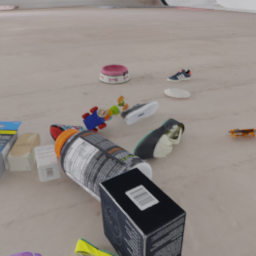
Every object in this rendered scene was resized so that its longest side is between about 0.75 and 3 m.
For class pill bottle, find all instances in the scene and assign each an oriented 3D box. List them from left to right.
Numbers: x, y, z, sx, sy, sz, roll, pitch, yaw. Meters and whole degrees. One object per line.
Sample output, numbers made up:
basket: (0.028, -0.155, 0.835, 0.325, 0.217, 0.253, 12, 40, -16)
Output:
pill bottle: (-0.893, 1.049, 8.148, 2.969, 1.577, 1.577, 28, 41, 36)

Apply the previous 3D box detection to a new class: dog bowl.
dog bowl: (-0.797, -3.174, 16.352, 1.811, 0.668, 1.811, 0, 30, 0)

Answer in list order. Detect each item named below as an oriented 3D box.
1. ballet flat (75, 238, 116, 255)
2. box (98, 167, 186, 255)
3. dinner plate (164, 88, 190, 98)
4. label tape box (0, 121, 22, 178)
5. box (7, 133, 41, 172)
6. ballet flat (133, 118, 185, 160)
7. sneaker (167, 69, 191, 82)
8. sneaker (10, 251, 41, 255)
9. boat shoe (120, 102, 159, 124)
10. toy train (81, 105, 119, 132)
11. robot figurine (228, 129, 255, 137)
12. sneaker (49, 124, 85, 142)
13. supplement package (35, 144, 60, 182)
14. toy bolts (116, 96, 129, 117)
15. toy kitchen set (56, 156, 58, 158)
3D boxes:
ballet flat: (-0.696, 2.915, 6.325, 1.219, 0.407, 0.409, 15, 55, 28)
box: (0.258, 2.148, 6.203, 1.093, 1.734, 1.763, -18, 35, -28)
dinner plate: (2.549, -1.840, 14.463, 1.349, 0.163, 1.349, 5, 25, -2)
label tape box: (-4.851, 0.740, 9.520, 1.845, 0.810, 2.559, 1, 30, 2)
box: (-3.536, 0.801, 9.635, 0.718, 0.588, 1.512, -2, 30, -4)
ballet flat: (1.264, 0.426, 9.984, 1.011, 1.011, 2.766, 18, 33, 28)
sneaker: (2.954, -3.082, 16.217, 1.520, 0.642, 0.570, -14, 33, -21)
sneaker: (-1.728, 3.085, 5.531, 2.369, 0.859, 1.351, 5, 28, 9)
boat shoe: (0.502, -0.788, 12.224, 1.907, 0.684, 0.646, -28, 56, -28)
toy train: (-0.811, -0.536, 10.722, 1.198, 0.877, 2.071, -28, 1, -37)
robot figurine: (4.442, 0.194, 10.763, 1.088, 0.317, 0.789, -1, -4, -2)
sneaker: (-2.069, 0.284, 10.599, 1.880, 0.745, 0.898, 18, 22, 16)
supplement package: (-2.617, 1.116, 9.058, 0.635, 0.633, 1.083, -11, 32, -18)
toy bolts: (-0.300, -0.890, 12.399, 0.589, 0.811, 0.849, 42, 71, 15)
toy kitchen set: (-2.017, 0.906, 9.714, 0.726, 0.534, 0.906, -27, 20, -37)
